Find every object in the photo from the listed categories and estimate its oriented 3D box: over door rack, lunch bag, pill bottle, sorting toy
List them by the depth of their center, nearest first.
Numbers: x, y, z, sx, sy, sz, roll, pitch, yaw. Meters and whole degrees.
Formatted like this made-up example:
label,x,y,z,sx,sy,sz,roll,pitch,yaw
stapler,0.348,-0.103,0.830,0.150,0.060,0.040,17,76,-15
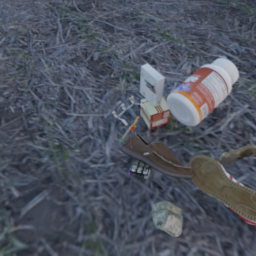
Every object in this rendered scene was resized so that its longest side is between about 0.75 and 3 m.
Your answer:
label,x,y,z,sx,sy,sz,roll,pitch,yaw
lunch bag,1.230,2.851,8.693,0.690,0.990,0.830,-25,42,34
sorting toy,0.097,0.075,10.323,0.165,1.210,0.681,38,39,3
pill bottle,2.893,-1.427,10.686,2.700,1.514,1.514,-41,56,-16
over door rack,-0.034,-0.791,11.935,1.135,0.512,1.536,-40,25,-6

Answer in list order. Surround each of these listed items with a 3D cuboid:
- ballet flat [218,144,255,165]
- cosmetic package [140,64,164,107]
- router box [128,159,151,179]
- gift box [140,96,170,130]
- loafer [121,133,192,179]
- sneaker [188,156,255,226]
label,x,y,z,sx,sy,sz,roll,pitch,yaw
ballet flat,3.032,0.698,7.745,1.408,0.474,0.326,-12,57,-22
cosmetic package,0.952,-1.730,11.479,0.373,1.442,1.087,-26,54,-20
router box,0.509,1.423,10.715,0.758,0.260,1.017,12,45,12
gift box,1.237,-0.764,12.415,1.228,1.133,1.146,-16,53,-17
loafer,0.974,0.890,9.348,2.646,0.966,0.939,24,89,24
sneaker,3.288,2.046,8.950,1.061,1.675,2.978,-53,43,3
